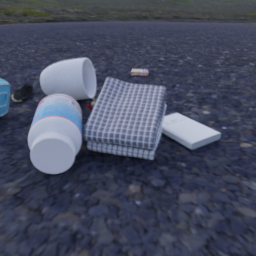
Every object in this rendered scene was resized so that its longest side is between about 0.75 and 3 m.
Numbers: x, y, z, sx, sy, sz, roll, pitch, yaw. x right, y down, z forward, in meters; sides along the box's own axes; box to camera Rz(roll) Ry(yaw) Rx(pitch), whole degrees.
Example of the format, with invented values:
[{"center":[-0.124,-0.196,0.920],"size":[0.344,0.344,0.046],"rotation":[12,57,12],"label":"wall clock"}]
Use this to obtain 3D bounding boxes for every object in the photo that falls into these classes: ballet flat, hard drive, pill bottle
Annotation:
[{"center":[-4.995,-1.604,13.285],"size":[0.606,0.518,1.824],"rotation":[41,24,-15],"label":"ballet flat"},{"center":[1.967,0.057,9.918],"size":[1.392,0.277,2.111],"rotation":[-16,31,-30],"label":"hard drive"},{"center":[-2.155,0.114,8.428],"size":[1.494,1.494,2.747],"rotation":[-4,28,-7],"label":"pill bottle"}]

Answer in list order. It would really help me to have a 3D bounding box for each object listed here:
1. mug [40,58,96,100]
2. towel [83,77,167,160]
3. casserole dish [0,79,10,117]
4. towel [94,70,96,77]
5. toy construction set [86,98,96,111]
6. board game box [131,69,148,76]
[{"center":[-2.697,-2.222,13.007],"size":[2.147,1.808,2.449],"rotation":[-4,15,13],"label":"mug"},{"center":[0.000,-0.419,8.977],"size":[2.234,1.154,2.698],"rotation":[5,51,13],"label":"towel"},{"center":[-4.888,-1.073,10.388],"size":[0.510,1.592,2.628],"rotation":[7,8,-12],"label":"casserole dish"},{"center":[-2.482,-3.152,16.339],"size":[1.040,0.445,0.861],"rotation":[-25,34,-38],"label":"towel"},{"center":[-0.776,-0.684,10.974],"size":[1.410,1.083,1.176],"rotation":[3,62,32],"label":"toy construction set"},{"center":[0.704,-3.376,17.005],"size":[0.984,0.228,0.745],"rotation":[3,26,7],"label":"board game box"}]
